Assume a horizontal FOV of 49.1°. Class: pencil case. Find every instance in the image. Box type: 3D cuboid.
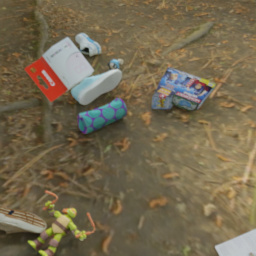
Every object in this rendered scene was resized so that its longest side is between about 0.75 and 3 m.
[{"bbox_3d":[-1.021,-0.495,10.887,1.903,0.810,0.879,-24,62,-23],"label":"pencil case"}]

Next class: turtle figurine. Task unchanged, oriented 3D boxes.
[{"bbox_3d":[-1.975,2.713,7.716,1.887,0.608,1.522,32,60,18],"label":"turtle figurine"}]

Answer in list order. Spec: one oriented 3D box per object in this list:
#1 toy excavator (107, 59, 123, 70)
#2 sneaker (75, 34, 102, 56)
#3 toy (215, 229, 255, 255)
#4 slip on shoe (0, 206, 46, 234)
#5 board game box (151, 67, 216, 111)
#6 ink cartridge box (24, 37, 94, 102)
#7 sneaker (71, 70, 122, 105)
[{"bbox_3d":[-0.563,-3.203,13.920,0.419,0.816,0.839,23,77,23],"label":"toy excavator"},{"bbox_3d":[-2.353,-4.436,15.063,0.861,0.745,1.988,-36,54,-25],"label":"sneaker"},{"bbox_3d":[3.379,3.301,7.199,2.039,0.481,1.174,-14,48,-15],"label":"toy"},{"bbox_3d":[-3.209,2.676,7.829,1.839,0.557,0.699,16,2,0],"label":"slip on shoe"},{"bbox_3d":[2.130,-1.452,11.937,2.345,0.723,2.343,26,51,24],"label":"board game box"},{"bbox_3d":[-2.793,-2.396,11.473,2.182,0.623,1.774,-40,95,-21],"label":"ink cartridge box"},{"bbox_3d":[-1.423,-2.028,12.380,1.043,0.941,2.544,37,54,26],"label":"sneaker"}]
